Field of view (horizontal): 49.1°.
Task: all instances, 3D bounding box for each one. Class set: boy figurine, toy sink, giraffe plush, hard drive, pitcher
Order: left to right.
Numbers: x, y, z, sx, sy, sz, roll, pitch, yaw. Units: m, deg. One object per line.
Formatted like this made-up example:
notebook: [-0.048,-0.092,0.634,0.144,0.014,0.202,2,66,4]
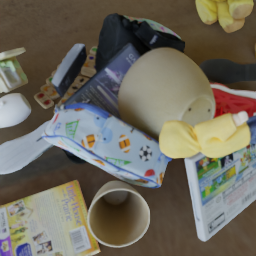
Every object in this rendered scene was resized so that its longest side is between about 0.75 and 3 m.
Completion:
toy sink: [-3.440,-1.392,7.571,1.609,0.902,1.049,-19,18,18]
pitcher: [-3.148,-0.395,6.945,1.241,1.065,0.752,-31,72,-4]
hard drive: [-1.580,-1.567,7.580,0.290,0.925,1.372,28,76,3]
boy figurine: [1.333,0.079,3.891,1.787,1.111,0.576,-10,68,16]
giraffe plush: [3.523,-5.181,9.738,2.309,2.457,2.848,-44,75,-11]

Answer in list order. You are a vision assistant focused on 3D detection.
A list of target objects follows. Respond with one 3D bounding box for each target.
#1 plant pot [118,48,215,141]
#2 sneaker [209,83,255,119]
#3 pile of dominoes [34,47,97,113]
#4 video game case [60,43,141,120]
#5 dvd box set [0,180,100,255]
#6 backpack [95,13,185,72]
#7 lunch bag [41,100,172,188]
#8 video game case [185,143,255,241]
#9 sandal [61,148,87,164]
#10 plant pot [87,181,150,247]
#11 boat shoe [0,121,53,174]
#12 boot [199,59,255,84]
plant pot: [0.980,-0.487,5.848,2.024,2.024,1.358,-26,40,-19]
sneaker: [2.504,-0.374,7.315,2.369,0.928,1.368,1,50,2]
pile of dominoes: [-1.427,-1.461,8.417,2.123,0.434,2.724,18,54,11]
video game case: [-0.310,-0.599,6.602,2.272,1.623,0.216,-42,27,2]
dvd box set: [-1.836,2.133,5.679,2.167,0.319,1.585,-18,60,-14]
backpack: [0.389,-2.259,8.030,2.487,2.075,1.574,-7,47,-33]
lunch bag: [-0.492,0.349,5.684,2.444,1.958,0.923,34,73,-26]
video game case: [1.987,1.021,5.636,1.949,1.776,0.214,-24,21,-30]
sandal: [-1.427,0.553,7.018,0.999,0.239,0.376,36,60,24]
plant pot: [-0.214,1.496,5.479,1.101,1.101,1.175,-6,10,-5]
boat shoe: [-2.348,0.511,6.745,1.962,0.696,0.707,-29,81,-5]
boot: [3.008,-1.640,8.194,1.907,0.702,0.720,5,12,6]
